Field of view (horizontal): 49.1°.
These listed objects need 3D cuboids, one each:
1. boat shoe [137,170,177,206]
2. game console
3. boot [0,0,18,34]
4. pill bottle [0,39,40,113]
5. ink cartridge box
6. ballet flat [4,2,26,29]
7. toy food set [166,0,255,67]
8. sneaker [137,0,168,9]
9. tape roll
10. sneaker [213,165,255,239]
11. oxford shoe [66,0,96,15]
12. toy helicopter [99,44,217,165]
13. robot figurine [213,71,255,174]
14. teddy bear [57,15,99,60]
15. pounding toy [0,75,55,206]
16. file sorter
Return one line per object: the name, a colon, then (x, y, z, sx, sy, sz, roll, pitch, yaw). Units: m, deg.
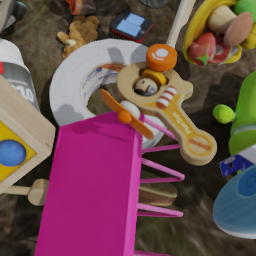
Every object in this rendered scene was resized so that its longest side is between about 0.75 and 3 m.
boat shoe: (-0.287, 1.368, 6.222, 2.670, 0.961, 0.902, 11, 102, -2)
game console: (0.110, -3.029, 8.250, 1.047, 0.163, 0.926, 27, 71, 10)
boot: (-2.996, -3.245, 5.177, 2.112, 2.806, 1.027, 19, 39, -33)
pill bottle: (-2.957, -0.700, 6.617, 1.484, 1.484, 2.606, -18, 70, -7)
ink cartridge box: (2.601, 0.376, 4.806, 2.055, 0.973, 0.381, -27, 60, 9)
ballet flat: (-3.821, -3.172, 8.118, 1.821, 0.619, 0.623, -3, 78, 9)
toy food set: (1.869, -1.682, 5.196, 2.561, 1.507, 0.836, -12, 47, -42)
sneaker: (0.043, -3.522, 5.829, 0.958, 1.027, 2.591, -34, 80, 5)
tape roll: (-0.356, -0.711, 6.906, 2.946, 0.973, 2.946, 0, 69, 0)
sneaker: (2.477, 1.067, 3.268, 1.724, 2.641, 1.050, 40, 46, -17)
oxford shoe: (-1.454, -3.998, 8.410, 0.700, 0.685, 1.921, -2, 56, -25)
toy helicopter: (0.326, -0.179, 2.860, 0.928, 0.553, 1.403, -25, 59, -16)
robot figurine: (3.293, -0.167, 6.311, 2.578, 1.700, 2.938, 18, 70, 7)
teddy bear: (-1.405, -2.631, 7.908, 1.125, 0.518, 1.552, 30, 71, 13)
pounding toy: (-1.862, 0.567, 3.968, 1.755, 0.914, 1.998, -37, 114, 9)
file sorter: (-0.131, 1.187, 4.080, 1.667, 1.504, 2.399, -12, 63, 40)
